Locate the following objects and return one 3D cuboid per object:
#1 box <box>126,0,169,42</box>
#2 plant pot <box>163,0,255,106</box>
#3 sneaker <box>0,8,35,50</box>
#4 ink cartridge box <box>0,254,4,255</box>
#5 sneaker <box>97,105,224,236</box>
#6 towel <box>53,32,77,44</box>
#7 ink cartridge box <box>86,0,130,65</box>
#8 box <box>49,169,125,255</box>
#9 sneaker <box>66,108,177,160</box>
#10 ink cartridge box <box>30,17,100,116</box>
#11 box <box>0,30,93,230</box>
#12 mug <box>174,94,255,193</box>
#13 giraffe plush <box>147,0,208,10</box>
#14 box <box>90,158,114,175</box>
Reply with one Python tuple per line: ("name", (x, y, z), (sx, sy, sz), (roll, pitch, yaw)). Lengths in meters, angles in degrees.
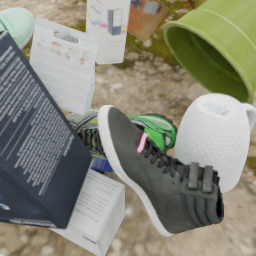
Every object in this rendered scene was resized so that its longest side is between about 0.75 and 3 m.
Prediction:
("box", (0.171, -3.340, 7.875), (1.526, 1.162, 0.811), (12, 33, -48))
("plant pot", (2.430, -2.124, 5.953), (2.350, 2.474, 2.474), (-47, 65, 2))
("sneaker", (-2.681, -2.057, 5.626), (0.883, 1.415, 2.398), (46, 54, -8))
("ink cartridge box", (-2.247, 2.248, 4.566), (0.797, 0.580, 0.338), (33, 43, -7))
("sneaker", (0.559, 0.518, 3.857), (1.145, 2.309, 0.816), (-21, 22, 30))
("towel", (-2.511, -3.118, 10.218), (1.273, 0.220, 1.226), (-15, 57, -9))
("ink cartridge box", (-0.480, -2.504, 6.162), (0.635, 1.886, 1.105), (-9, 41, -23))
("box", (-1.083, 1.680, 6.004), (1.788, 1.797, 1.175), (23, 58, 14))
("sneaker", (-0.453, 0.132, 5.428), (2.673, 1.139, 1.043), (-4, 96, 19))
("ink cartridge box", (-0.987, -0.922, 4.310), (1.012, 1.265, 0.299), (20, 27, 5))
("box", (-2.098, 0.233, 4.217), (2.000, 2.694, 1.442), (-3, 48, 23))
("mug", (1.593, 0.137, 4.841), (1.626, 1.425, 1.200), (-22, 43, -24))
("giraffe plush", (1.955, -3.885, 7.312), (2.394, 2.548, 2.953), (27, 41, -29))
("box", (-1.076, 0.667, 7.613), (1.682, 0.273, 1.019), (10, 57, 9))
